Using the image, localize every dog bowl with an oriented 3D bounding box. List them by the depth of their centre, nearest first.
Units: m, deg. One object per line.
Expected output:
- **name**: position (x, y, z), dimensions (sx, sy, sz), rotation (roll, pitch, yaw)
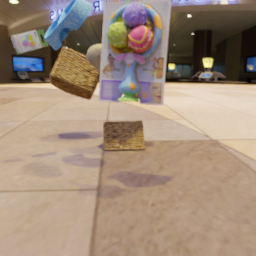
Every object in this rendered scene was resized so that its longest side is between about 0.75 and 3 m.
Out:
- **dog bowl**: position (-1.678, -2.832, 7.580), dimensions (0.423, 0.951, 1.706), rotation (33, -47, -31)

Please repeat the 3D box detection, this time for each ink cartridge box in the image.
- **ink cartridge box**: position (-2.925, -2.591, 8.394), dimensions (1.003, 0.521, 0.298), rotation (-23, 19, -22)

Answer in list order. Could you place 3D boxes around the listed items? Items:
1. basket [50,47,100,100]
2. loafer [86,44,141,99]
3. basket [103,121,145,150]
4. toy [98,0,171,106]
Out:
- **basket**: position (-2.108, -2.157, 11.555), dimensions (1.865, 1.390, 1.331), rotation (21, -18, -7)
- **loafer**: position (-0.200, -1.887, 9.592), dimensions (2.679, 1.014, 0.915), rotation (32, -9, -18)
- **basket**: position (-0.191, 0.430, 10.543), dimensions (1.532, 1.141, 1.093), rotation (-2, -20, -8)
- **toy**: position (0.066, -1.922, 6.257), dimensions (1.597, 2.773, 0.655), rotation (5, 9, 15)
